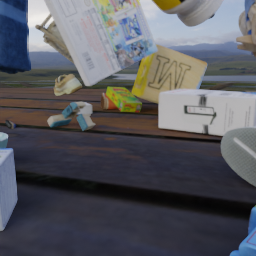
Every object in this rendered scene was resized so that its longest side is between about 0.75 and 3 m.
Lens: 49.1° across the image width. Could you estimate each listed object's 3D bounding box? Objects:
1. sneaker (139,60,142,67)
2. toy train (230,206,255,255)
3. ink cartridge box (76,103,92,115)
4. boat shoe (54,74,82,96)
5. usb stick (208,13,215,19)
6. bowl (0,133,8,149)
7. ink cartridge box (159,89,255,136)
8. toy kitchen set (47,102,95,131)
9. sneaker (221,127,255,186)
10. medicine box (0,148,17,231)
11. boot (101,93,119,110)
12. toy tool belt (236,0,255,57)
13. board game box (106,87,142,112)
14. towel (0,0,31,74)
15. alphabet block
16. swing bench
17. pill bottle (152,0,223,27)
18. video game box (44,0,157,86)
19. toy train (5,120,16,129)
[{"bbox_3d":[0.813,-2.634,12.985,0.391,1.055,0.467,-24,19,-14],"label":"sneaker"},{"bbox_3d":[1.265,1.010,1.982,0.995,0.755,1.742,-1,10,45],"label":"toy train"},{"bbox_3d":[-1.906,-0.790,11.342,0.653,0.383,0.891,-5,14,-24],"label":"ink cartridge box"},{"bbox_3d":[-1.152,-0.814,5.157,0.367,0.329,0.991,-35,20,-29],"label":"boat shoe"},{"bbox_3d":[2.173,-4.196,8.948,0.472,0.803,2.897,-28,-11,30],"label":"usb stick"},{"bbox_3d":[-2.665,0.450,4.931,1.079,0.564,1.079,-1,12,0],"label":"bowl"},{"bbox_3d":[2.433,-0.504,8.166,2.600,1.096,1.898,7,14,32],"label":"ink cartridge box"},{"bbox_3d":[-1.709,-0.146,8.372,0.682,0.928,1.158,-13,-19,-49],"label":"toy kitchen set"},{"bbox_3d":[2.641,0.549,4.071,2.505,0.881,1.004,16,13,29],"label":"sneaker"},{"bbox_3d":[-1.622,0.700,3.320,0.411,0.728,0.799,-2,12,-10],"label":"medicine box"},{"bbox_3d":[-0.786,-1.189,12.861,0.915,0.640,1.707,1,19,-14],"label":"boot"},{"bbox_3d":[3.227,-2.323,6.120,1.737,1.709,2.782,-13,-20,25],"label":"toy tool belt"},{"bbox_3d":[-0.207,-1.241,11.958,0.876,0.411,1.724,-1,30,-28],"label":"board game box"},{"bbox_3d":[-2.272,-2.005,5.214,0.460,1.894,1.058,3,4,16],"label":"towel"},{"bbox_3d":[1.590,-2.009,11.592,2.172,2.133,2.122,17,7,-12],"label":"alphabet block"},{"bbox_3d":[-1.913,-3.090,10.109,2.103,1.372,2.114,37,-8,-3],"label":"swing bench"},{"bbox_3d":[0.667,-2.624,4.527,1.989,1.118,1.118,33,-8,-32],"label":"pill bottle"},{"bbox_3d":[-0.724,-3.082,8.348,2.580,2.831,0.663,-30,19,-18],"label":"video game box"},{"bbox_3d":[-3.648,-0.113,8.676,0.214,0.160,0.935,7,6,-31],"label":"toy train"}]
